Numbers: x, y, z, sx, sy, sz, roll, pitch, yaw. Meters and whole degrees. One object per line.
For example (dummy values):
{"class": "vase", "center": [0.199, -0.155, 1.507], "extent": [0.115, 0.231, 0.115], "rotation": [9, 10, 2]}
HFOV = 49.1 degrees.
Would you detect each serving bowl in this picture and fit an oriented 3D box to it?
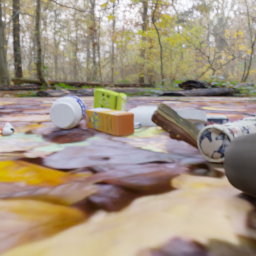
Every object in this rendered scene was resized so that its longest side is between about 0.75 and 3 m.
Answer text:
{"class": "serving bowl", "center": [1.044, -0.704, 15.680], "extent": [2.648, 0.871, 2.648], "rotation": [-1, 9, 0]}

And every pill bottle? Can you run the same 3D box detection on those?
{"class": "pill bottle", "center": [-3.013, -0.772, 13.976], "extent": [1.532, 1.532, 2.560], "rotation": [0, 10, 0]}

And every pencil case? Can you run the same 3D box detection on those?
{"class": "pencil case", "center": [3.126, 0.274, 8.244], "extent": [2.647, 1.184, 1.030], "rotation": [-9, 21, -44]}

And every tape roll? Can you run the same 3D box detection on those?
{"class": "tape roll", "center": [2.417, -0.430, 12.956], "extent": [2.386, 0.436, 2.386], "rotation": [1, -8, 0]}

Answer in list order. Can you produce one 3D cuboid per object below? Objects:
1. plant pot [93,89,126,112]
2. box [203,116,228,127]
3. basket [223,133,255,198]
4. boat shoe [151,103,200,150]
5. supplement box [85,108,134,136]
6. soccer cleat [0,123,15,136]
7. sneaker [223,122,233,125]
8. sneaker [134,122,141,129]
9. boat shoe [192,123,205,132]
{"class": "plant pot", "center": [-1.053, -1.313, 16.712], "extent": [1.692, 1.856, 1.865], "rotation": [7, 10, 8]}
{"class": "box", "center": [3.946, -0.373, 14.829], "extent": [2.407, 0.454, 1.644], "rotation": [2, 9, 12]}
{"class": "basket", "center": [2.790, 0.702, 4.772], "extent": [1.381, 1.832, 2.031], "rotation": [32, -15, -23]}
{"class": "boat shoe", "center": [1.658, 0.071, 9.138], "extent": [2.090, 0.706, 0.752], "rotation": [38, 30, 1]}
{"class": "supplement box", "center": [-0.913, -0.317, 12.863], "extent": [0.999, 0.966, 2.904], "rotation": [-8, 11, -33]}
{"class": "soccer cleat", "center": [-5.192, 0.081, 12.153], "extent": [0.558, 0.450, 1.310], "rotation": [6, 10, -15]}
{"class": "sneaker", "center": [3.621, 0.162, 10.390], "extent": [1.724, 0.769, 0.677], "rotation": [-9, 12, -43]}
{"class": "sneaker", "center": [-0.040, -0.257, 13.647], "extent": [1.372, 0.592, 0.532], "rotation": [0, 9, -1]}
{"class": "boat shoe", "center": [2.792, -0.005, 12.739], "extent": [1.421, 0.504, 0.496], "rotation": [1, -19, 29]}
